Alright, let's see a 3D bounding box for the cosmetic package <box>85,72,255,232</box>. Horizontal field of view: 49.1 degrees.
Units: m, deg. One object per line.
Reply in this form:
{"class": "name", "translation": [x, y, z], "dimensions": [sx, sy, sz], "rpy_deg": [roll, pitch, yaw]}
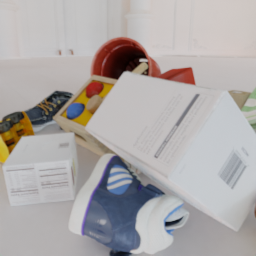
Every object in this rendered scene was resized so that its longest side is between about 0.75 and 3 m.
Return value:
{"class": "cosmetic package", "translation": [0.823, 0.329, 4.654], "dimensions": [2.153, 1.328, 2.160], "rpy_deg": [40, -8, -37]}

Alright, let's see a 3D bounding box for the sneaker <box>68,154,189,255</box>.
{"class": "sneaker", "translation": [0.145, 1.202, 4.634], "dimensions": [1.641, 0.903, 2.241], "rpy_deg": [13, 15, 7]}

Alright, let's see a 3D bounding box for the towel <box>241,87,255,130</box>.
{"class": "towel", "translation": [4.405, -0.899, 8.588], "dimensions": [2.896, 0.339, 2.209], "rpy_deg": [-43, 9, -31]}

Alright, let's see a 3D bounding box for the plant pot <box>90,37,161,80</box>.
{"class": "plant pot", "translation": [0.159, -2.437, 12.813], "dimensions": [2.787, 2.787, 2.711], "rpy_deg": [8, 7, 22]}

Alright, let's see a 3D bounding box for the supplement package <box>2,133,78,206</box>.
{"class": "supplement package", "translation": [-1.674, 0.768, 5.715], "dimensions": [1.180, 0.840, 1.515], "rpy_deg": [-5, 19, -6]}

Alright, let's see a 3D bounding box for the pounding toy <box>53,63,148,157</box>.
{"class": "pounding toy", "translation": [-0.547, -0.516, 7.085], "dimensions": [2.161, 1.537, 1.990], "rpy_deg": [20, 65, 45]}

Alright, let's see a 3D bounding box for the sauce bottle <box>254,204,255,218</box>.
{"class": "sauce bottle", "translation": [2.286, 1.626, 3.283], "dimensions": [0.805, 0.805, 2.440], "rpy_deg": [0, 19, 1]}

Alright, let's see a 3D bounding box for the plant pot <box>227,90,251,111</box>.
{"class": "plant pot", "translation": [3.931, -0.786, 10.198], "dimensions": [1.175, 1.041, 1.176], "rpy_deg": [-14, 24, -38]}

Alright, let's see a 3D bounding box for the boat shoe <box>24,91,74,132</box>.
{"class": "boat shoe", "translation": [-2.709, -0.638, 9.170], "dimensions": [0.820, 1.052, 2.319], "rpy_deg": [36, 26, 13]}

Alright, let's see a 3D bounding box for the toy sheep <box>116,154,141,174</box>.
{"class": "toy sheep", "translation": [0.233, 0.660, 6.242], "dimensions": [1.106, 0.763, 0.763], "rpy_deg": [-2, 18, -5]}

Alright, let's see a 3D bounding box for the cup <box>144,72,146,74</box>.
{"class": "cup", "translation": [1.288, -2.505, 15.255], "dimensions": [1.615, 1.155, 1.615], "rpy_deg": [-1, 18, 0]}

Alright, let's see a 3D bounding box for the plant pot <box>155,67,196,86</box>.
{"class": "plant pot", "translation": [1.543, -1.249, 10.646], "dimensions": [1.491, 1.691, 1.692], "rpy_deg": [-19, 14, -14]}

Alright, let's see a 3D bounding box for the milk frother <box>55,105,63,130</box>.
{"class": "milk frother", "translation": [-1.887, -0.415, 9.259], "dimensions": [0.832, 0.922, 0.867], "rpy_deg": [-1, 18, 14]}

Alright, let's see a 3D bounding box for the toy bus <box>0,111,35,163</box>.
{"class": "toy bus", "translation": [-3.313, 0.309, 7.122], "dimensions": [1.461, 1.033, 1.522], "rpy_deg": [-12, 20, 6]}
